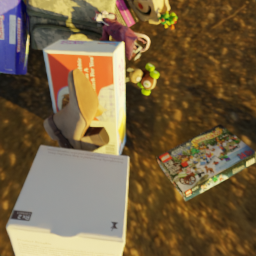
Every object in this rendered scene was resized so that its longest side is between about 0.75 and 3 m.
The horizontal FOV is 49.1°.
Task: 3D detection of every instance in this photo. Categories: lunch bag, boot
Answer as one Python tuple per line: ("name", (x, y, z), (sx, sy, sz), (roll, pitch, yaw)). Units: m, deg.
("lunch bag", (-1.503, -2.927, 7.658), (2.352, 1.973, 1.639), (7, 42, -10))
("boot", (-1.299, -0.215, 6.219), (1.459, 1.996, 0.701), (-7, 23, 32))

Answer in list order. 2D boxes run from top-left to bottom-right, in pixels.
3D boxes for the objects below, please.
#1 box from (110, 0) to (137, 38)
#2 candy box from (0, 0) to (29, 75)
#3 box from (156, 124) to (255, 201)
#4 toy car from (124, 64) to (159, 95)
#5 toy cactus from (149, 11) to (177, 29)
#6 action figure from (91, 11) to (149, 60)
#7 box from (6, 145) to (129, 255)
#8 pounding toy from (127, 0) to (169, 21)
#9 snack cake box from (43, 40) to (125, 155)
("box", (-1.049, -3.460, 8.692), (2.233, 0.403, 1.597), (-33, 113, -3))
("candy box", (-3.268, -2.477, 7.580), (0.898, 2.330, 1.970), (4, 99, -15))
("box", (1.939, 0.810, 7.156), (2.031, 0.383, 1.387), (-27, 39, -8))
("toy car", (0.258, -1.269, 7.079), (0.782, 0.643, 0.617), (4, 41, -30))
("toy cactus", (1.031, -3.153, 8.267), (0.817, 0.990, 0.506), (1, 109, 14))
("action figure", (-0.220, -2.343, 6.682), (1.468, 0.984, 1.093), (43, 53, 3))
("box", (-1.046, 1.583, 5.677), (1.990, 1.308, 2.001), (8, 41, -3))
("pounding toy", (0.696, -4.138, 8.910), (1.041, 1.038, 1.815), (-42, 31, -10))
("snack cake box", (-0.940, -0.644, 6.848), (1.589, 2.762, 0.928), (6, 32, 11))
